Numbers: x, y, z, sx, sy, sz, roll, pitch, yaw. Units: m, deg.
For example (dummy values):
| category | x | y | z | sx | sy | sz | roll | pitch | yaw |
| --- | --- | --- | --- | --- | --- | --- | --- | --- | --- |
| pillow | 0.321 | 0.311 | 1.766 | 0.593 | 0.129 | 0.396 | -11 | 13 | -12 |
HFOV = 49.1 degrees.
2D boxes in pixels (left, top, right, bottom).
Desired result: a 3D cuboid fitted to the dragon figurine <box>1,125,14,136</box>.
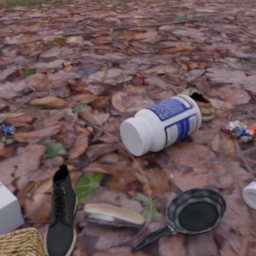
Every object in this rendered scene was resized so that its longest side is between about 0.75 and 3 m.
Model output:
| category | x | y | z | sx | sy | sz | roll | pitch | yaw |
| --- | --- | --- | --- | --- | --- | --- | --- | --- | --- |
| dragon figurine | -4.926 | 0.140 | 11.427 | 0.454 | 0.269 | 0.912 | -16 | 37 | -22 |

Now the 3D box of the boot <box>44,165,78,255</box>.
| category | x | y | z | sx | sy | sz | roll | pitch | yaw |
| --- | --- | --- | --- | --- | --- | --- | --- | --- | --- |
| boot | -1.828 | 2.190 | 7.335 | 0.842 | 1.503 | 2.173 | -4 | 35 | -5 |

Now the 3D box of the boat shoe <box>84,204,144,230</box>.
| category | x | y | z | sx | sy | sz | roll | pitch | yaw |
| --- | --- | --- | --- | --- | --- | --- | --- | --- | --- |
| boat shoe | -0.411 | 2.512 | 7.705 | 1.688 | 0.547 | 0.607 | 10 | 3 | 7 |

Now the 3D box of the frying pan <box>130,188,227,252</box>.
| category | x | y | z | sx | sy | sz | roll | pitch | yaw |
| --- | --- | --- | --- | --- | --- | --- | --- | --- | --- |
| frying pan | 1.534 | 2.591 | 7.416 | 1.669 | 0.449 | 2.760 | 5 | 36 | 46 |

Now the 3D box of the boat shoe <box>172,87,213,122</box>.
| category | x | y | z | sx | sy | sz | roll | pitch | yaw |
| --- | --- | --- | --- | --- | --- | --- | --- | --- | --- |
| boat shoe | 3.011 | -1.358 | 12.954 | 1.063 | 1.007 | 2.806 | -16 | 37 | -22 |

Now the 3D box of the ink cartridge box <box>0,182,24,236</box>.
| category | x | y | z | sx | sy | sz | roll | pitch | yaw |
| --- | --- | --- | --- | --- | --- | --- | --- | --- | --- |
| ink cartridge box | -3.748 | 2.212 | 7.730 | 1.374 | 1.012 | 0.994 | 27 | 43 | 35 |

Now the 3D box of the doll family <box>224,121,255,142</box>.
| category | x | y | z | sx | sy | sz | roll | pitch | yaw |
| --- | --- | --- | --- | --- | --- | --- | --- | --- | --- |
| doll family | 4.646 | 0.170 | 11.223 | 0.904 | 0.656 | 1.456 | -29 | 25 | -25 |

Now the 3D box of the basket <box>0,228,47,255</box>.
| category | x | y | z | sx | sy | sz | roll | pitch | yaw |
| --- | --- | --- | --- | --- | --- | --- | --- | --- | --- |
| basket | -2.605 | 3.161 | 6.144 | 1.654 | 1.181 | 1.232 | -16 | 38 | -1 |

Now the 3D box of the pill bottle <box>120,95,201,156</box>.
| category | x | y | z | sx | sy | sz | roll | pitch | yaw |
| --- | --- | --- | --- | --- | --- | --- | --- | --- | --- |
| pill bottle | 1.222 | -0.094 | 10.525 | 2.846 | 1.647 | 1.647 | -23 | 40 | -30 |

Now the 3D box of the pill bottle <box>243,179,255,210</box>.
| category | x | y | z | sx | sy | sz | roll | pitch | yaw |
| --- | --- | --- | --- | --- | --- | --- | --- | --- | --- |
| pill bottle | 4.197 | 1.837 | 8.497 | 1.398 | 0.776 | 0.776 | -24 | 41 | -31 |
